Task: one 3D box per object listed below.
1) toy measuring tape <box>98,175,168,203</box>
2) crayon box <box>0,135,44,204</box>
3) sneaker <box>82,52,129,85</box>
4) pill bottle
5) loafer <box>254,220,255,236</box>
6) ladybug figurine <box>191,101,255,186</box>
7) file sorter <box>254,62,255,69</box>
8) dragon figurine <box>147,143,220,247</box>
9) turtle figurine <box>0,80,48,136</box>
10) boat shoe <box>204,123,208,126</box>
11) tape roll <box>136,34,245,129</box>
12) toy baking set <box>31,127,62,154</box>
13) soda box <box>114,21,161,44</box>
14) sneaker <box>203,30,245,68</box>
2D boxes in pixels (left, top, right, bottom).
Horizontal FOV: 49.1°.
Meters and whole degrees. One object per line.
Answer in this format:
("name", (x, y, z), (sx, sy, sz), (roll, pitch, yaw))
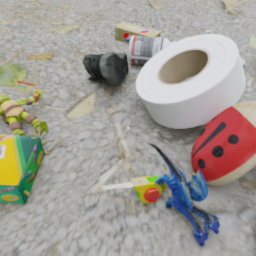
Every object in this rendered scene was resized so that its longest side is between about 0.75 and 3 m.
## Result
("toy measuring tape", (0.152, 1.412, 6.135), (1.639, 0.603, 0.603), (-6, 43, -20))
("crayon box", (-3.450, 0.903, 6.603), (2.509, 0.731, 1.490), (2, 42, 2))
("sneaker", (-0.875, -1.889, 8.980), (1.490, 0.994, 2.601), (-7, 18, 10))
("pill bottle", (0.946, -2.781, 10.236), (1.758, 1.018, 1.018), (8, 45, 8))
("loafer", (2.799, 2.246, 5.309), (0.634, 0.633, 1.813), (8, 45, 9))
("ladybug figurine", (2.222, 0.312, 6.323), (0.837, 2.326, 1.579), (30, 17, -27))
("file sorter", (5.220, -2.061, 9.502), (1.118, 1.004, 1.612), (-7, 44, -7))
("dragon figurine", (1.160, 1.244, 5.689), (0.662, 2.249, 1.118), (-23, 12, -29))
("turtle figurine", (-3.311, -0.355, 7.894), (2.437, 0.785, 1.966), (-25, 56, -36))
("boat shoe", (2.833, -0.169, 7.753), (1.498, 0.533, 0.469), (-17, 69, -9))
("tape roll", (1.685, -1.362, 7.823), (2.880, 1.007, 2.880), (-21, 39, 19))
("toy baking set", (-2.220, 0.359, 7.324), (0.891, 0.684, 0.104), (15, 2, -5))
("soda box", (0.366, -3.820, 11.610), (1.892, 0.606, 0.641), (25, 50, 23))
("sneaker", (3.492, -2.868, 10.441), (0.778, 0.821, 2.033), (-31, 59, -28))
